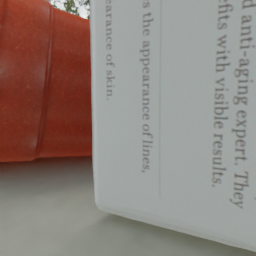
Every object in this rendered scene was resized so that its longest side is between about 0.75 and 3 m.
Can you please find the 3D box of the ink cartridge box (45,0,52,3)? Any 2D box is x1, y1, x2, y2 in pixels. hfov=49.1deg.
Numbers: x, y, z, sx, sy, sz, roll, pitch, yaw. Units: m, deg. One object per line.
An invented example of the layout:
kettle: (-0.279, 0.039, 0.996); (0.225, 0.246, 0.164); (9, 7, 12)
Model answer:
ink cartridge box: (-2.520, -1.620, 4.334); (2.321, 0.968, 1.684); (-36, 7, 25)

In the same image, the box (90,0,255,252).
box: (1.199, -0.834, 2.450); (1.821, 2.786, 2.772); (4, 8, 31)

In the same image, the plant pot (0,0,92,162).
plant pot: (-0.612, -0.503, 3.675); (2.067, 2.125, 2.125); (6, 5, -21)
